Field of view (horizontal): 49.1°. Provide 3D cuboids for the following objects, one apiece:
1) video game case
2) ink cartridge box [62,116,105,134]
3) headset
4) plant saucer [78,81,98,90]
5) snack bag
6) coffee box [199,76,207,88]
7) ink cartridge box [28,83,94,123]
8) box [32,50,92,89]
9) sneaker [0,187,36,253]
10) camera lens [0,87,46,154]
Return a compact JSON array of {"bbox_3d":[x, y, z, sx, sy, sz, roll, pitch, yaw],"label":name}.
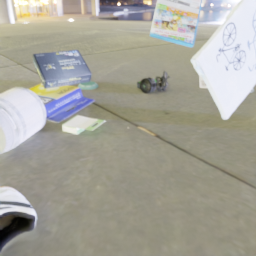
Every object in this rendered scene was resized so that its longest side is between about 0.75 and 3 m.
[{"bbox_3d":[1.317,-3.082,7.459,1.186,1.657,0.148,13,-7,-6],"label":"video game case"},{"bbox_3d":[-1.589,-0.074,10.141,1.291,0.310,0.940,12,29,24],"label":"ink cartridge box"},{"bbox_3d":[1.300,-2.284,13.748,1.416,1.077,2.293,-12,17,-20],"label":"headset"},{"bbox_3d":[-2.106,-2.250,14.680,1.068,0.192,1.068,0,26,0],"label":"plant saucer"},{"bbox_3d":[2.021,-1.299,5.001,1.982,1.869,0.212,-51,45,-5],"label":"snack bag"},{"bbox_3d":[2.817,-1.521,8.333,1.221,0.487,0.698,8,41,29],"label":"coffee box"},{"bbox_3d":[-3.349,-1.214,12.132,2.782,0.654,2.749,10,28,22],"label":"ink cartridge box"},{"bbox_3d":[-2.659,-2.403,11.301,1.956,0.499,1.543,-14,60,-28],"label":"box"},{"bbox_3d":[-3.003,2.035,5.049,1.234,1.065,2.816,20,34,34],"label":"sneaker"},{"bbox_3d":[-3.817,-0.282,9.029,1.654,1.654,2.067,9,28,17],"label":"camera lens"}]
